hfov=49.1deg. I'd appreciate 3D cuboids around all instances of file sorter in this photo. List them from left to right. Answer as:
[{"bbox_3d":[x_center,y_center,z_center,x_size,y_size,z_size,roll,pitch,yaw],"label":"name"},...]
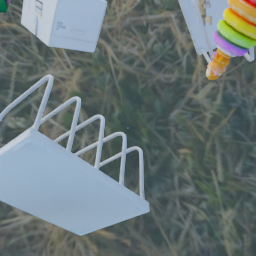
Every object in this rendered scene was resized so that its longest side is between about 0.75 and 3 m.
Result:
[{"bbox_3d":[-0.970,0.538,4.608,1.590,2.291,1.427,-29,39,29],"label":"file sorter"},{"bbox_3d":[2.628,-2.656,5.418,2.958,2.053,1.842,-23,33,14],"label":"file sorter"}]

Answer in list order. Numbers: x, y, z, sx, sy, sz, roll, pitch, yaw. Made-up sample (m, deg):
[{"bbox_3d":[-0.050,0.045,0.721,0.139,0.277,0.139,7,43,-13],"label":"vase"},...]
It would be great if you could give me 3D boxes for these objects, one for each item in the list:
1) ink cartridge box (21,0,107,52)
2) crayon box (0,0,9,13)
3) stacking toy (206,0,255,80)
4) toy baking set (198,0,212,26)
[{"bbox_3d":[-1.207,-2.101,5.135,0.961,0.944,1.305,-7,37,-42],"label":"ink cartridge box"},{"bbox_3d":[-3.354,-3.480,6.063,1.861,0.542,1.105,37,119,11],"label":"crayon box"},{"bbox_3d":[1.785,-1.546,4.526,0.998,1.819,1.056,23,37,-8],"label":"stacking toy"},{"bbox_3d":[1.371,-2.306,5.053,0.143,0.942,1.227,-2,83,10],"label":"toy baking set"}]
